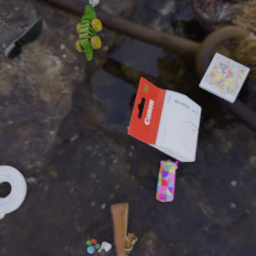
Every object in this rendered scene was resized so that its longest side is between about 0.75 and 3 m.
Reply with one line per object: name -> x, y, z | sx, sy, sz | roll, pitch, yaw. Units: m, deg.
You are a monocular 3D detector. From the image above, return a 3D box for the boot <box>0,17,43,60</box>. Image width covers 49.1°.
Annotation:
boot -> -4.750, -4.000, 11.138 | 1.941, 0.772, 2.230 | 42, 82, 9

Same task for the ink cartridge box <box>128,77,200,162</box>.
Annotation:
ink cartridge box -> 1.355, -0.265, 9.404 | 2.625, 0.749, 2.133 | 30, 63, -37

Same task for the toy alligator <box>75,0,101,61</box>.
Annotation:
toy alligator -> -1.596, -4.066, 11.011 | 0.935, 0.678, 2.821 | -5, 77, 26

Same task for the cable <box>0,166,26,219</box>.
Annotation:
cable -> -4.328, 2.160, 9.711 | 1.611, 0.558, 1.610 | -39, 78, -9

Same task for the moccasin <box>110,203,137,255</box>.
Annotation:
moccasin -> -0.109, 3.555, 9.219 | 0.809, 0.766, 2.095 | -6, 73, -5

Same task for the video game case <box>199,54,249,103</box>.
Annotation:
video game case -> 3.753, -1.962, 10.930 | 1.426, 0.179, 1.566 | 28, 77, 7

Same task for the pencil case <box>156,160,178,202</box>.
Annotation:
pencil case -> 1.347, 1.837, 9.757 | 0.638, 0.638, 1.444 | 9, 79, 2

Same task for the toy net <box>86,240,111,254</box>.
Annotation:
toy net -> -0.986, 3.980, 9.469 | 0.813, 0.157, 0.426 | -6, 73, -3
